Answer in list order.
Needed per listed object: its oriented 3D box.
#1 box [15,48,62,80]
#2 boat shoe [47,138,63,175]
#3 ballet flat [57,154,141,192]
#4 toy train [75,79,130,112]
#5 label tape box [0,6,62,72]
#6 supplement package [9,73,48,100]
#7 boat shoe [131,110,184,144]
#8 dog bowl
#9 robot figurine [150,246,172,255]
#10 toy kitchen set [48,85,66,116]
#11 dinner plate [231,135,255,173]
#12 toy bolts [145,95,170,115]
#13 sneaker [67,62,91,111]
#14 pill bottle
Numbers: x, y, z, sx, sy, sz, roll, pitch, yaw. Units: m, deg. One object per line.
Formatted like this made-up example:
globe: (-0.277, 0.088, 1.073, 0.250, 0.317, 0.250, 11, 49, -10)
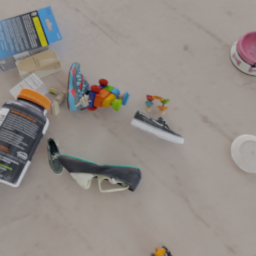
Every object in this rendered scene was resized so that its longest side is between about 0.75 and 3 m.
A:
box: (-3.340, -2.337, 10.540, 1.512, 0.588, 0.718, -26, 70, -11)
boat shoe: (-2.467, 0.926, 9.319, 0.467, 0.396, 1.283, -13, 70, -10)
ballet flat: (-0.968, 1.502, 8.826, 2.766, 1.011, 1.011, 10, 68, 2)
toy train: (-0.770, -0.848, 9.286, 1.198, 0.877, 2.071, 19, 30, 9)
label tape box: (-3.930, -3.470, 10.879, 2.559, 0.810, 1.845, -20, 69, -8)
supplement package: (-3.574, -1.319, 10.106, 1.083, 0.633, 0.635, -42, 74, -15)
boat shoe: (1.060, -0.058, 9.550, 1.907, 0.684, 0.646, 24, 86, 16)
dog bowl: (4.908, -2.921, 10.742, 1.811, 0.668, 1.811, 0, 68, -1)
robot figurine: (1.029, 3.980, 8.031, 0.789, 0.317, 1.088, -9, 63, -41)
toy kitchen set: (-2.718, -1.004, 10.140, 0.726, 0.534, 0.906, 20, 49, 8)
dinner plate: (4.137, 0.849, 9.426, 1.349, 0.163, 1.349, 2, 71, -6)
toy bolts: (0.925, -0.814, 9.858, 0.849, 0.811, 0.589, 15, 95, 31)
sneaker: (-1.751, -1.481, 10.238, 0.898, 0.745, 1.880, 3, 74, -12)
pill bottle: (-3.571, 0.228, 8.920, 1.577, 1.577, 2.969, 19, 71, 8)
